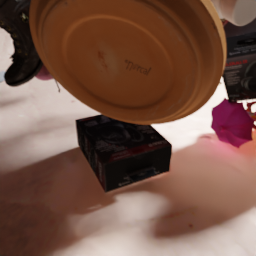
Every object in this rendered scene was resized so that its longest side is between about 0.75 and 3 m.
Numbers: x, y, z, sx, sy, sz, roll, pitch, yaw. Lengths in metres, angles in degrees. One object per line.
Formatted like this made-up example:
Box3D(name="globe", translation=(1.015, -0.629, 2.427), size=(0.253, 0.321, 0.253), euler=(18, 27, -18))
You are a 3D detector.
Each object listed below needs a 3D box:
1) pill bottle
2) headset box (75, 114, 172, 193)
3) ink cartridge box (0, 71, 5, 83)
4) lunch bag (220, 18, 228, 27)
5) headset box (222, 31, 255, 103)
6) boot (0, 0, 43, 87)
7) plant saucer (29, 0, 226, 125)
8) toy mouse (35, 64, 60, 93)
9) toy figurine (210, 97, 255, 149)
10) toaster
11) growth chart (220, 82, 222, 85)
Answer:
Box3D(name="pill bottle", translation=(1.240, -2.110, 4.044), size=(0.827, 0.827, 1.448), euler=(-20, 51, -28))
Box3D(name="headset box", translation=(-0.131, 0.455, 6.594), size=(1.633, 0.847, 2.194), euler=(-15, 36, -22))
Box3D(name="ink cartridge box", translation=(-3.342, -0.852, 6.067), size=(1.106, 0.242, 1.116), euler=(-6, 23, 44))
Box3D(name="lunch bag", translation=(1.804, -2.752, 6.164), size=(1.157, 1.313, 0.538), euler=(46, 5, 0))
Box3D(name="headset box", translation=(2.631, -1.310, 5.914), size=(1.245, 1.673, 0.646), euler=(-5, 59, 26))
Box3D(name="boot", translation=(-1.792, -1.531, 4.165), size=(0.581, 1.677, 1.460), euler=(48, 11, 35))
Box3D(name="plant saucer", translation=(-0.096, -0.889, 3.704), size=(2.619, 2.619, 0.423), euler=(10, 55, 16))
Box3D(name="toy mouse", translation=(-2.219, -1.803, 6.334), size=(0.433, 2.236, 1.987), euler=(-30, 22, -23))
Box3D(name="toy figurine", translation=(3.397, -0.323, 7.329), size=(2.494, 2.034, 2.710), euler=(-5, 9, 9))
Box3D(name="toaster", translation=(3.466, -2.947, 7.289), size=(1.635, 2.755, 2.491), euler=(-2, -2, 38))
Box3D(name="growth chart", translation=(2.879, -1.799, 10.926), size=(1.351, 0.120, 0.978), euler=(-10, 34, -16))
